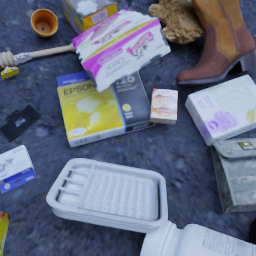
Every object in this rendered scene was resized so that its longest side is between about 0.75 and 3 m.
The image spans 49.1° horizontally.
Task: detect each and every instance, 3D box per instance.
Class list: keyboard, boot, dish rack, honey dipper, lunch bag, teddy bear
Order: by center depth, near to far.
[{"bbox_3d":[-0.373,1.451,6.033,2.345,2.013,0.511,9,110,2],"label":"dish rack"},{"bbox_3d":[2.835,0.986,6.567,1.437,1.030,1.752,-5,59,0],"label":"lunch bag"},{"bbox_3d":[2.102,-2.698,7.510,2.739,0.996,2.909,-21,96,-11],"label":"boot"},{"bbox_3d":[-2.961,-0.184,7.574,0.651,0.139,1.085,42,71,10],"label":"keyboard"},{"bbox_3d":[-2.731,-2.207,8.318,2.584,0.491,0.491,-15,66,-9],"label":"honey dipper"},{"bbox_3d":[1.610,-3.579,8.788,1.955,0.900,2.696,-11,62,-21],"label":"teddy bear"}]

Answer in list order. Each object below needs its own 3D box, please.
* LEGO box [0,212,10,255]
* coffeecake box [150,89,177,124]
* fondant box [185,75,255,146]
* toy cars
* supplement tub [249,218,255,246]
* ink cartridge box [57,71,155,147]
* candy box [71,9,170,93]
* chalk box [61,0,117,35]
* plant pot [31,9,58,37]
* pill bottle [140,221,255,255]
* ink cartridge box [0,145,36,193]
[{"bbox_3d":[-3.251,2.473,6.175,0.902,0.467,1.211,2,66,1],"label":"LEGO box"},{"bbox_3d":[0.911,-0.548,7.123,0.635,0.302,0.827,5,67,2],"label":"coffeecake box"},{"bbox_3d":[2.675,-0.493,7.468,1.867,0.544,1.347,-20,67,-9],"label":"fondant box"},{"bbox_3d":[-3.188,-1.784,7.889,1.045,0.469,0.231,-44,75,9],"label":"toy cars"},{"bbox_3d":[3.597,2.470,5.931,1.745,0.933,0.933,10,66,4],"label":"supplement tub"},{"bbox_3d":[-0.691,-0.843,7.662,2.292,0.545,2.319,-15,68,-7],"label":"ink cartridge box"},{"bbox_3d":[-0.361,-2.099,7.066,1.872,0.838,2.746,-31,31,0],"label":"candy box"},{"bbox_3d":[-1.300,-3.742,8.610,1.206,1.200,1.939,-30,68,-11],"label":"chalk box"},{"bbox_3d":[-2.556,-3.093,8.502,0.765,0.700,0.765,0,90,-21],"label":"plant pot"},{"bbox_3d":[1.486,2.667,5.502,2.331,1.333,1.333,15,66,21],"label":"pill bottle"},{"bbox_3d":[-2.881,1.010,6.996,0.920,0.187,0.922,-25,68,-11],"label":"ink cartridge box"}]
